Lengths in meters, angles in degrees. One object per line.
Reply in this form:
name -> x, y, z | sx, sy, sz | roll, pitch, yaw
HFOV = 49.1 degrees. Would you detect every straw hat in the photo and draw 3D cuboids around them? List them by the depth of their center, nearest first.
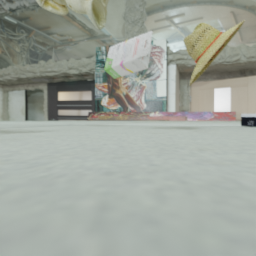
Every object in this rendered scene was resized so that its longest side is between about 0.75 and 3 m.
straw hat -> 2.393, -2.680, 8.908 | 1.128, 2.664, 2.664 | 41, 8, 6

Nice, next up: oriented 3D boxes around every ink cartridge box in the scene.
ink cartridge box -> 5.386, -0.287, 10.382 | 2.596, 0.509, 1.291 | -3, 3, -40
ink cartridge box -> 0.184, -3.092, 12.033 | 2.326, 1.362, 0.783 | -9, -32, 37

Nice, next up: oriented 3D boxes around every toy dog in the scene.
toy dog -> -1.792, -3.524, 6.383 | 2.563, 1.788, 2.485 | 17, 10, 16
